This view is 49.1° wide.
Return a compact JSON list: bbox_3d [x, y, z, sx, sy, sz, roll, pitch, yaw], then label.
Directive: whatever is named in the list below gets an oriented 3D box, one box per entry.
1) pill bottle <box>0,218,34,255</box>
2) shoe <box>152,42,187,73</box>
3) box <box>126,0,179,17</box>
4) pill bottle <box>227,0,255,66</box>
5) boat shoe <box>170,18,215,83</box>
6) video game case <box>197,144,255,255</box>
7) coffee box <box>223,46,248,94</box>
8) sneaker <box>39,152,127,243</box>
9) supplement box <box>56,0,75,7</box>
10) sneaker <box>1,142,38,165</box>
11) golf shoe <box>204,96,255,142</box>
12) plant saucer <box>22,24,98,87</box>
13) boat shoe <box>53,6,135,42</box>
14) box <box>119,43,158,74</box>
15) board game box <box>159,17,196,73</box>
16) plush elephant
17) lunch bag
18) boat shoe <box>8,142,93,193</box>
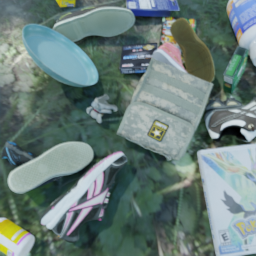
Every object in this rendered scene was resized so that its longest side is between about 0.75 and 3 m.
[{"bbox_3d":[-3.028,2.689,6.962,1.272,0.663,0.663,26,65,13],"label":"pill bottle"},{"bbox_3d":[1.603,-2.007,9.086,1.712,0.612,0.779,45,56,-5],"label":"shoe"},{"bbox_3d":[0.919,-4.730,10.885,1.975,0.320,1.196,0,48,-3],"label":"box"},{"bbox_3d":[4.488,-3.479,9.727,1.481,1.481,2.644,-5,64,-3],"label":"pill bottle"},{"bbox_3d":[2.224,-2.498,9.294,0.885,0.814,2.477,-33,72,27],"label":"boat shoe"},{"bbox_3d":[3.484,1.749,7.295,2.943,0.324,2.683,-7,76,-4],"label":"video game case"},{"bbox_3d":[3.284,-1.720,8.637,0.349,1.585,0.975,27,91,21],"label":"coffee box"},{"bbox_3d":[-0.932,1.810,7.384,2.705,1.086,1.168,-43,94,-21],"label":"sneaker"},{"bbox_3d":[-2.596,-5.412,11.179,0.607,0.611,1.115,-16,62,-30],"label":"supplement box"},{"bbox_3d":[-3.066,0.893,8.101,1.301,0.476,0.533,26,87,15],"label":"sneaker"},{"bbox_3d":[3.727,-0.223,8.025,2.958,1.150,1.398,-8,60,22],"label":"golf shoe"},{"bbox_3d":[-2.146,-2.217,8.883,0.368,2.687,2.687,-44,63,26],"label":"plant saucer"},{"bbox_3d":[-1.242,-3.824,10.017,2.942,1.049,0.886,-9,45,6],"label":"boat shoe"},{"bbox_3d":[0.380,-2.402,9.649,1.266,0.315,1.256,-1,52,10],"label":"box"},{"bbox_3d":[1.776,-3.087,10.238,1.288,0.288,2.458,8,62,1],"label":"board game box"},{"bbox_3d":[-0.882,-0.541,8.648,0.874,0.677,0.720,-15,54,-47],"label":"plush elephant"},{"bbox_3d":[1.007,-0.450,8.111,1.986,1.423,2.421,24,78,-1],"label":"lunch bag"},{"bbox_3d":[-2.102,1.055,7.745,2.413,0.751,0.900,-25,88,-29],"label":"boat shoe"}]
